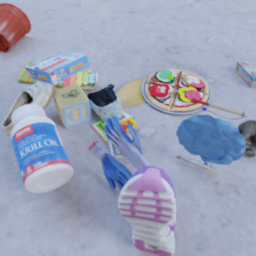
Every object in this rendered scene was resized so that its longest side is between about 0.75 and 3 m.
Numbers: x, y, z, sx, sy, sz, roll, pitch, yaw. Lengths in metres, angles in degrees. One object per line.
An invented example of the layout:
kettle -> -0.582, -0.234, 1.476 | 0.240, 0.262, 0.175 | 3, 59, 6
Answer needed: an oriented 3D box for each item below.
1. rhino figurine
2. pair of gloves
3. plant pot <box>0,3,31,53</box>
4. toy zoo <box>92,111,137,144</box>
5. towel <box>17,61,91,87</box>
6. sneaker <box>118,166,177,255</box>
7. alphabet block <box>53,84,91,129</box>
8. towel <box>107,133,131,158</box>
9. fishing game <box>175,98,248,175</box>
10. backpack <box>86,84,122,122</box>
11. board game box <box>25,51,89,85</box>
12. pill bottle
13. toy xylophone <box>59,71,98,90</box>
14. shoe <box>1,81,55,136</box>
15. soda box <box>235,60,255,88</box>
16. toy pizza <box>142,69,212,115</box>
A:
rhino figurine -> 4.853, 0.374, 8.939 | 2.813, 0.841, 1.230 | 8, 47, 4
pair of gloves -> -0.235, 0.796, 7.276 | 0.261, 2.288, 1.839 | -30, 75, -39
plant pot -> -5.702, -4.536, 13.019 | 1.735, 1.735, 1.687 | 10, 57, 9
toy zoo -> -0.376, -0.102, 9.818 | 1.489, 0.152, 0.977 | -28, 51, -23
towel -> -3.057, -2.163, 11.709 | 2.857, 0.258, 1.229 | 9, 53, 7
sneaker -> 0.586, 1.680, 6.237 | 1.167, 2.902, 1.283 | 9, 47, 18
alphabet block -> -1.979, -0.775, 9.875 | 1.009, 1.004, 1.027 | -20, 50, -21
towel -> -0.196, 0.511, 8.490 | 0.910, 0.389, 0.753 | 9, 57, -50
fishing game -> 2.252, 0.292, 7.627 | 1.884, 2.631, 0.409 | 19, 51, 18
backpack -> -0.753, -0.855, 9.904 | 1.179, 0.894, 1.413 | -31, 33, -6
board game box -> -1.992, -1.723, 7.881 | 1.266, 0.361, 1.293 | 21, 46, 41
pill bottle -> -2.358, 0.476, 7.350 | 1.220, 1.220, 2.175 | -21, 61, -18
toy xylophone -> -1.955, -1.956, 11.143 | 1.566, 0.393, 1.147 | -7, 52, -7
shoe -> -3.247, -0.789, 9.210 | 0.841, 0.642, 2.407 | 23, 72, 25
soda box -> 4.963, -2.247, 11.602 | 0.417, 0.448, 1.311 | -11, 48, -10
toy pizza -> 1.906, -1.579, 10.992 | 2.746, 0.435, 2.746 | 0, 47, 0
